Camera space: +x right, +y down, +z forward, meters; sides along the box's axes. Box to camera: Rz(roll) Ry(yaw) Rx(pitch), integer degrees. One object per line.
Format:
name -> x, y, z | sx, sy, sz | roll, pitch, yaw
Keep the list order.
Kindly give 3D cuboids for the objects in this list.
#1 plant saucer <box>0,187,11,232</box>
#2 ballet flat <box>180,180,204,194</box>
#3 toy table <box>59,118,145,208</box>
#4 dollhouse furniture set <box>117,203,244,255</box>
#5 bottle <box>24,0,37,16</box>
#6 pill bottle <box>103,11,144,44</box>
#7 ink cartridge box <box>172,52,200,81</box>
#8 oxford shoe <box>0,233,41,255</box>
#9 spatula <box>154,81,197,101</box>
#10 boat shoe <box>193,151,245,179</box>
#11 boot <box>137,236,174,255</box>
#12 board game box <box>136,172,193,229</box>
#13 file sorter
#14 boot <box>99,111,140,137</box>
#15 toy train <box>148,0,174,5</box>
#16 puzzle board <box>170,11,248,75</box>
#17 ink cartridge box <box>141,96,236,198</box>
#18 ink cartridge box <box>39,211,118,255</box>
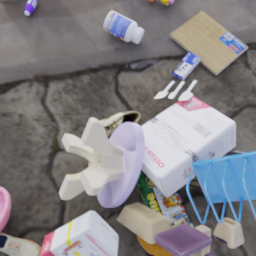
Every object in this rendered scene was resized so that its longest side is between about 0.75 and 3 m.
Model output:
plant saucer -> -3.942, 2.468, 7.640 | 1.789, 0.454, 1.789 | -14, 42, 13
ballet flat -> 2.316, 1.770, 8.187 | 1.745, 0.588, 0.405 | 14, 63, 7
toy table -> -0.747, 0.967, 7.368 | 1.502, 2.357, 2.565 | 11, 102, -34
dollhouse furniture set -> 1.124, 3.083, 7.125 | 2.119, 2.674, 1.898 | -6, 101, -34
bottle -> -3.864, -4.813, 11.093 | 0.271, 0.347, 0.831 | 13, 68, 5
pill bottle -> -0.147, -3.652, 10.315 | 1.374, 0.770, 0.770 | 30, 70, 7
ink cartridge box -> 2.054, -2.192, 9.969 | 0.485, 0.228, 1.032 | 34, 74, 27
oxford shoe -> -3.093, 3.244, 7.587 | 1.525, 0.563, 0.540 | 13, 66, 5
spatula -> 1.620, -1.216, 9.032 | 1.102, 0.127, 1.585 | 2, 28, 28
boat shoe -> 2.583, 1.081, 8.412 | 2.383, 0.719, 0.880 | 4, 67, 2
boot -> 1.022, 2.997, 7.095 | 1.581, 1.132, 0.556 | 37, 52, 10
board game box -> 1.034, 2.202, 8.216 | 1.095, 0.245, 2.090 | -19, 68, -6
file sorter -> 2.413, 1.440, 6.414 | 1.777, 1.233, 1.090 | -16, 18, 32
boot -> -0.460, -0.054, 8.517 | 1.547, 1.196, 0.558 | -29, 100, -21
toy train -> 1.423, -5.452, 11.330 | 1.643, 0.457, 1.234 | 10, 66, 1
puzzle board -> 3.002, -3.209, 10.498 | 1.777, 0.205, 2.358 | -39, 73, -15
ink cartridge box -> 1.465, 0.426, 8.146 | 2.618, 1.084, 1.918 | -33, 45, -12
ink cartridge box -> -1.203, 2.963, 7.034 | 1.590, 0.663, 1.154 | -33, 111, 15
